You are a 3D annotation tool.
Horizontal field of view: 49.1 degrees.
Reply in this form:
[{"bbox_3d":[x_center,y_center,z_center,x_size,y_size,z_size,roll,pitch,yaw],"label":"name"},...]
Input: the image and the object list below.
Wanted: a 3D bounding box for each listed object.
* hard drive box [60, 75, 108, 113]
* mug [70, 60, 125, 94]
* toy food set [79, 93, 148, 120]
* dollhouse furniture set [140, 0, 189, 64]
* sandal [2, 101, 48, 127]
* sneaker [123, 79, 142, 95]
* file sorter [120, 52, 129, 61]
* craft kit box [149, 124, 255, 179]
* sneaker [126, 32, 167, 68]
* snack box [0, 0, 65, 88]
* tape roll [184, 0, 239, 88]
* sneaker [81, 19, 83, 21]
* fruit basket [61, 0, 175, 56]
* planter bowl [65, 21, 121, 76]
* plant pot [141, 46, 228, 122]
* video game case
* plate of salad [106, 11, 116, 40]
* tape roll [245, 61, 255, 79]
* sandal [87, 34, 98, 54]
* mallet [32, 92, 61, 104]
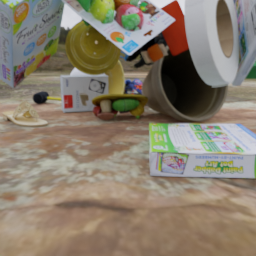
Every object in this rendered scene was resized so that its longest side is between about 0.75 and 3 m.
[{"bbox_3d":[-1.840,-1.468,11.884,1.923,1.499,0.739,-6,16,-19],"label":"hard drive box"},{"bbox_3d":[-1.539,-2.259,14.214,2.286,2.230,2.784,1,-9,24],"label":"mug"},{"bbox_3d":[-0.508,-0.647,10.290,2.569,0.839,1.511,0,-12,-12],"label":"toy food set"},{"bbox_3d":[1.051,-3.059,7.431,2.247,2.223,1.158,-24,6,25],"label":"dollhouse furniture set"},{"bbox_3d":[-3.708,-0.581,9.769,2.330,0.766,0.854,11,18,39],"label":"sandal"},{"bbox_3d":[0.497,-1.869,14.226,1.118,1.164,2.968,-12,18,-38],"label":"sneaker"},{"bbox_3d":[0.028,-3.854,12.243,0.956,1.081,1.557,30,47,18],"label":"file sorter"},{"bbox_3d":[1.672,0.402,6.266,2.422,0.595,2.452,3,14,4],"label":"craft kit box"},{"bbox_3d":[1.160,-3.409,10.881,0.871,2.901,1.513,44,5,15],"label":"sneaker"},{"bbox_3d":[-2.354,-2.366,6.659,0.691,2.608,1.855,34,55,-1],"label":"snack box"},{"bbox_3d":[1.850,-2.049,5.923,0.426,2.330,2.330,-4,9,35],"label":"tape roll"},{"bbox_3d":[-0.896,-4.362,11.270,2.575,0.903,1.056,-28,-9,24],"label":"sneaker"},{"bbox_3d":[-0.168,-2.825,6.585,2.109,0.989,1.954,38,58,13],"label":"fruit basket"},{"bbox_3d":[-0.840,-2.114,7.133,1.474,1.474,0.614,-4,4,-14],"label":"planter bowl"},{"bbox_3d":[1.797,-1.560,10.547,2.893,2.893,2.510,-6,-3,-23],"label":"plant pot"},{"bbox_3d":[2.869,-2.626,6.878,0.288,2.431,2.213,1,-21,5],"label":"video game case"},{"bbox_3d":[-0.798,-3.402,10.074,0.693,2.887,2.887,18,-3,-44],"label":"plate of salad"},{"bbox_3d":[3.964,-2.773,9.075,2.652,2.652,0.638,3,-30,11],"label":"tape roll"},{"bbox_3d":[-1.258,-2.698,8.862,0.705,1.922,0.632,-38,-26,17],"label":"sandal"},{"bbox_3d":[-3.283,-1.438,14.038,2.776,0.571,0.914,4,15,-1],"label":"mallet"}]
